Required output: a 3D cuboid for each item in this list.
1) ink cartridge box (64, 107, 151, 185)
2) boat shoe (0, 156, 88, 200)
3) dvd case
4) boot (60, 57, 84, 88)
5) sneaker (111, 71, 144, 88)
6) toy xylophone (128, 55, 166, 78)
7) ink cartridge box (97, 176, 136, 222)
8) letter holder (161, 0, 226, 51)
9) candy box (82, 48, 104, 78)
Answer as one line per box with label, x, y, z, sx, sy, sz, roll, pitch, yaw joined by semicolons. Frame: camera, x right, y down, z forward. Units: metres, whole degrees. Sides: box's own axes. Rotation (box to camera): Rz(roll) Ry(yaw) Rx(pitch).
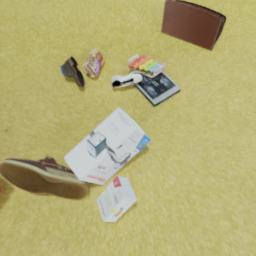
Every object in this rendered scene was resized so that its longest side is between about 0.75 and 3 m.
ink cartridge box;-0.574;0.635;8.600;2.227;1.631;0.956;-44;65;3
boat shoe;-2.530;1.410;8.694;2.678;0.966;0.964;16;32;-13
dvd case;1.031;-1.774;11.258;1.335;0.220;1.777;-32;64;-16
boot;-2.227;-2.098;11.176;0.658;0.507;1.357;-27;76;23
sneaker;-0.043;-1.817;10.900;1.359;0.501;0.544;-11;28;17
toy xylophone;0.803;-2.552;11.315;1.561;0.392;1.143;24;53;30
ink cartridge box;-0.361;2.086;8.172;0.467;1.119;0.812;21;30;-37
letter holder;2.888;-4.812;12.165;2.525;1.794;1.270;26;63;15
candy box;-1.393;-2.665;11.440;0.313;0.646;1.108;-11;42;31
